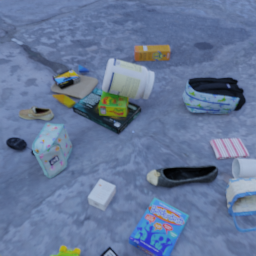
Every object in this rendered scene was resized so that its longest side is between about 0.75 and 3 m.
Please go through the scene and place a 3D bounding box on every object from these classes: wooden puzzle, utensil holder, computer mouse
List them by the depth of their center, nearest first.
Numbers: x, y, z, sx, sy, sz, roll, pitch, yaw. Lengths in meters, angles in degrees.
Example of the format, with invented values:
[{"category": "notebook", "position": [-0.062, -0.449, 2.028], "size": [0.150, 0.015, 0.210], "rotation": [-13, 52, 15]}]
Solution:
[{"category": "utensil holder", "position": [4.137, 1.425, 9.652], "size": [0.857, 0.728, 0.728], "rotation": [2, 45, -1]}, {"category": "computer mouse", "position": [-3.853, 0.803, 10.641], "size": [1.770, 0.301, 0.519], "rotation": [21, 33, 13]}, {"category": "wooden puzzle", "position": [-2.565, -2.005, 13.437], "size": [1.897, 0.329, 2.811], "rotation": [24, 49, 17]}]

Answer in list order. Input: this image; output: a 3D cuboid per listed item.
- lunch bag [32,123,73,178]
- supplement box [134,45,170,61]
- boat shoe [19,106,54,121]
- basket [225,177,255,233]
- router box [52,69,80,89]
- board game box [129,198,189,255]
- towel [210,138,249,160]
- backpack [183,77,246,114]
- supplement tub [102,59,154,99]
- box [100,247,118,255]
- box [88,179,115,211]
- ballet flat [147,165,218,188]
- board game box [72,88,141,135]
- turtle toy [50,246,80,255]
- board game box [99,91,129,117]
[{"category": "lunch bag", "position": [-2.662, 0.797, 9.834], "size": [0.945, 1.321, 1.550], "rotation": [2, 43, 12]}, {"category": "supplement box", "position": [1.311, -4.080, 15.286], "size": [1.919, 0.639, 0.660], "rotation": [-4, 45, -3]}, {"category": "boat shoe", "position": [-3.935, -0.674, 11.922], "size": [1.506, 0.500, 0.557], "rotation": [2, 45, 2]}, {"category": "basket", "position": [3.748, 2.325, 8.410], "size": [1.444, 1.139, 1.638], "rotation": [-2, 36, -1]}, {"category": "router box", "position": [-2.946, -2.331, 13.346], "size": [1.066, 0.272, 0.795], "rotation": [-29, 60, -29]}, {"category": "board game box", "position": [0.925, 2.999, 8.298], "size": [1.199, 0.355, 1.577], "rotation": [23, 49, 22]}, {"category": "towel", "position": [3.854, 0.793, 10.688], "size": [1.260, 0.188, 0.922], "rotation": [-3, 45, -6]}, {"category": "backpack", "position": [3.517, -1.424, 12.062], "size": [2.251, 1.730, 1.836], "rotation": [10, 42, -19]}, {"category": "supplement tub", "position": [-0.008, -1.915, 11.264], "size": [1.866, 1.353, 1.353], "rotation": [13, 44, -9]}, {"category": "box", "position": [-0.848, 3.921, 6.749], "size": [1.726, 1.218, 0.681], "rotation": [-35, 56, -30]}, {"category": "box", "position": [-0.840, 2.171, 9.085], "size": [0.600, 0.419, 0.788], "rotation": [21, 48, 18]}, {"category": "ballet flat", "position": [1.836, 1.533, 9.544], "size": [2.437, 0.692, 0.810], "rotation": [-4, 45, -4]}, {"category": "board game box", "position": [-0.917, -0.802, 12.160], "size": [2.505, 0.353, 1.694], "rotation": [26, 50, 24]}, {"category": "turtle toy", "position": [-1.742, 3.632, 7.541], "size": [1.026, 0.519, 0.748], "rotation": [7, 44, 8]}, {"category": "board game box", "position": [-0.533, -1.424, 12.159], "size": [1.126, 0.528, 2.216], "rotation": [3, 44, 4]}]
